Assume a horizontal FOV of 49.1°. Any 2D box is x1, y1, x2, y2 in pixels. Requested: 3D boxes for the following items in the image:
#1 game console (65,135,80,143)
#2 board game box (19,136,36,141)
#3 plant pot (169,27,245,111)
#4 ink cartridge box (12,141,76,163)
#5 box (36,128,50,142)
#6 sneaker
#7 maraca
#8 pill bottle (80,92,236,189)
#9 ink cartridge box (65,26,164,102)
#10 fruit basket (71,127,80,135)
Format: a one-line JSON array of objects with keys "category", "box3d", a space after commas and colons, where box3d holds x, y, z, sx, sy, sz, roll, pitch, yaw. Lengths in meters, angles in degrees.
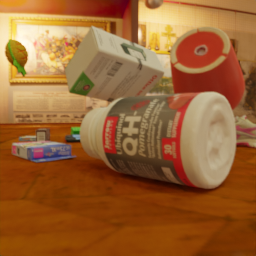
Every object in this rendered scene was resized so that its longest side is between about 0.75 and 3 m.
[{"category": "game console", "box3d": [-2.140, 0.502, 13.499, 1.775, 0.275, 1.570, -1, 3, -13]}, {"category": "board game box", "box3d": [-4.681, 0.530, 13.731, 1.069, 0.184, 0.723, 0, 3, 7]}, {"category": "plant pot", "box3d": [2.779, -2.056, 10.215, 2.812, 2.812, 2.488, 1, -26, 24]}, {"category": "ink cartridge box", "box3d": [-2.569, 0.678, 8.418, 1.231, 0.433, 2.062, -3, 5, -38]}, {"category": "box", "box3d": [-3.804, 0.360, 12.540, 0.477, 0.638, 1.274, 0, 2, -7]}, {"category": "sneaker", "box3d": [4.324, 0.115, 11.256, 2.799, 1.235, 1.139, 1, 3, 22]}, {"category": "maraca", "box3d": [-3.414, -2.166, 8.634, 0.656, 1.227, 0.841, -20, -15, 7]}, {"category": "pill bottle", "box3d": [0.419, 0.172, 5.610, 2.959, 1.638, 1.638, 2, 3, 42]}, {"category": "ink cartridge box", "box3d": [-0.339, -1.431, 7.123, 2.039, 0.857, 1.488, 10, -40, -38]}, {"category": "fruit basket", "box3d": [-3.043, 0.238, 16.728, 0.841, 0.606, 0.841, 6, 19, -2]}]
